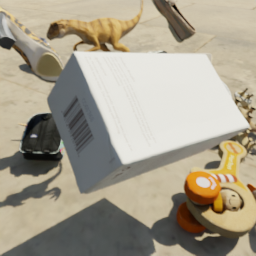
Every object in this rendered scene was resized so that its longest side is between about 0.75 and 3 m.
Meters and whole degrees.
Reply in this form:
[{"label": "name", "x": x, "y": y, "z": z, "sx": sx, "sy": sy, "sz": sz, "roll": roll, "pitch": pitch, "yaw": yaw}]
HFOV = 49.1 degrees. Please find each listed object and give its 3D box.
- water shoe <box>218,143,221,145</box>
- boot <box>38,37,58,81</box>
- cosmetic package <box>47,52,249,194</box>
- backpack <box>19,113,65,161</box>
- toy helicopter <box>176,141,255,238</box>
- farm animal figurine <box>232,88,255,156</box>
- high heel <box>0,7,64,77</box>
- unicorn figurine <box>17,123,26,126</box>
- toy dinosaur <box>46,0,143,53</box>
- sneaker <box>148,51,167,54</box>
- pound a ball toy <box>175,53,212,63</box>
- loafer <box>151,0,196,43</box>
[{"label": "water shoe", "x": 2.729, "y": 0.120, "z": 8.661, "sx": 0.531, "sy": 0.481, "sz": 1.346, "roll": -15, "pitch": 27, "yaw": 31}, {"label": "boot", "x": -3.705, "y": -3.133, "z": 12.490, "sx": 1.053, "sy": 1.307, "sz": 2.894, "roll": -25, "pitch": 42, "yaw": -31}, {"label": "cosmetic package", "x": 0.414, "y": -0.224, "z": 4.285, "sx": 2.778, "sy": 1.127, "sz": 1.567, "roll": -9, "pitch": 67, "yaw": -40}, {"label": "backpack", "x": -2.244, "y": 0.261, "z": 7.692, "sx": 1.169, "sy": 0.992, "sz": 1.317, "roll": 1, "pitch": 63, "yaw": 1}, {"label": "toy helicopter", "x": 2.397, "y": 1.224, "z": 6.376, "sx": 1.965, "sy": 1.172, "sz": 2.972, "roll": 16, "pitch": 36, "yaw": 17}, {"label": "farm animal figurine", "x": 3.528, "y": -0.138, "z": 8.468, "sx": 1.763, "sy": 0.919, "sz": 1.743, "roll": -36, "pitch": 71, "yaw": -27}, {"label": "high heel", "x": -2.364, "y": -2.044, "z": 6.658, "sx": 0.744, "sy": 2.085, "sz": 1.486, "roll": -42, "pitch": 60, "yaw": 13}, {"label": "unicorn figurine", "x": -1.576, "y": -0.475, "z": 8.563, "sx": 2.844, "sy": 1.954, "sz": 1.050, "roll": -5, "pitch": 51, "yaw": -44}, {"label": "toy dinosaur", "x": -0.300, "y": -1.867, "z": 5.564, "sx": 2.529, "sy": 1.343, "sz": 0.764, "roll": -25, "pitch": 27, "yaw": -36}, {"label": "sneaker", "x": 1.322, "y": -3.638, "z": 13.954, "sx": 1.309, "sy": 0.485, "sz": 0.579, "roll": -15, "pitch": 40, "yaw": -21}, {"label": "pound a ball toy", "x": 2.983, "y": -2.946, "z": 12.864, "sx": 1.959, "sy": 0.832, "sz": 1.277, "roll": 1, "pitch": 9, "yaw": 2}, {"label": "loafer", "x": 1.519, "y": -4.069, "z": 9.569, "sx": 0.740, "sy": 2.354, "sz": 0.846, "roll": -17, "pitch": 31, "yaw": 39}]
